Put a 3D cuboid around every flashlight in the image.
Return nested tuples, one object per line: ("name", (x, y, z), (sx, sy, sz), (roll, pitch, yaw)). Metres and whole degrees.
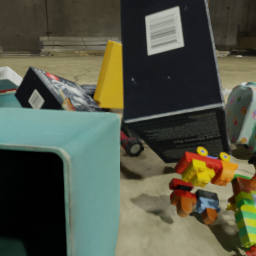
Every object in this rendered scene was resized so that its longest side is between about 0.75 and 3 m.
("flashlight", (-0.091, 0.205, 5.995), (0.382, 0.384, 1.130), (-32, 37, -11))

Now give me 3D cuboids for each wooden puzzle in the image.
("wooden puzzle", (-1.006, -0.110, 5.290), (0.096, 1.373, 0.814), (-24, 20, 0))

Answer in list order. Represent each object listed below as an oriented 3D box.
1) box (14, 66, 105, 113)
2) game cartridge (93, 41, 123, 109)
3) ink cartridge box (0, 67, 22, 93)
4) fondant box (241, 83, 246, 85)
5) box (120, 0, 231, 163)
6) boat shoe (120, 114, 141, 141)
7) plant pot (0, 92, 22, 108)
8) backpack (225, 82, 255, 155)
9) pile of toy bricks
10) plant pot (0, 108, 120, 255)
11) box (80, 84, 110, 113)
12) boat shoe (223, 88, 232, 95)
("box", (-1.605, -0.516, 6.841), (1.717, 0.894, 1.563), (46, 18, 31))
("game cartridge", (-0.140, -1.696, 9.642), (0.390, 2.117, 2.401), (25, 15, 32))
("ink cartridge box", (-3.898, -1.212, 8.620), (1.459, 0.431, 1.822), (-8, -17, 6))
("fondant box", (4.243, -0.647, 8.285), (1.781, 1.285, 0.519), (5, 21, 21))
("box", (0.946, -0.978, 5.224), (1.417, 2.721, 2.478), (-10, -24, 19))
("boat shoe", (0.130, -0.257, 6.818), (0.538, 0.457, 1.478), (9, 56, -18))
("plant pot", (-3.282, -0.497, 8.138), (1.168, 1.098, 1.168), (-7, 12, 1))
("backpack", (3.066, -0.289, 6.641), (1.429, 1.639, 1.864), (11, 15, 6))
("pile of toy bricks", (1.620, 1.121, 3.655), (2.227, 1.235, 1.099), (13, 44, -11))
("plant pot", (-1.008, 0.677, 3.366), (1.954, 1.953, 2.765), (4, 15, 12))
("box", (-1.376, -1.009, 10.207), (1.252, 0.883, 1.692), (5, 18, 15))
("boat shoe", (4.696, -1.793, 13.501), (0.908, 0.387, 0.336), (-5, 18, -14))
